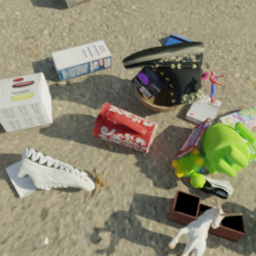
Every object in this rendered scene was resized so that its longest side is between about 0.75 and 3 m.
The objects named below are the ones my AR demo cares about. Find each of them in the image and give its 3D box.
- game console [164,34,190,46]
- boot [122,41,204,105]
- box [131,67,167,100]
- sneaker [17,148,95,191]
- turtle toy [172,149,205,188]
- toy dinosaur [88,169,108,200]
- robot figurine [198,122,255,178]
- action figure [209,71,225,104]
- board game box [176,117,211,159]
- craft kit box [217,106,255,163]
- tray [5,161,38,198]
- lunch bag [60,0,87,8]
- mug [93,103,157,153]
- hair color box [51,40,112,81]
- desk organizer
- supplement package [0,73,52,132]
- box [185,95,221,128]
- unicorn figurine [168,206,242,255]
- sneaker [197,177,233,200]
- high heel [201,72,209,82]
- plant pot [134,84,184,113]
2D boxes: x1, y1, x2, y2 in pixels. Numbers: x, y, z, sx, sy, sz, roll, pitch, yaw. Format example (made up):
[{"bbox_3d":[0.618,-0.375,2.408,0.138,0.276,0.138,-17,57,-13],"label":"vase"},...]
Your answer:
[{"bbox_3d":[2.638,-4.394,14.704,1.159,0.686,0.989,28,29,17],"label":"game console"},{"bbox_3d":[1.413,-1.891,10.566,2.995,2.262,1.081,-9,29,7],"label":"boot"},{"bbox_3d":[1.197,-2.216,11.419,1.128,0.979,1.845,47,65,-4],"label":"box"},{"bbox_3d":[-2.597,1.740,10.032,2.942,1.105,1.192,20,75,11],"label":"sneaker"},{"bbox_3d":[2.287,1.512,10.064,1.099,0.762,1.508,-34,27,13],"label":"turtle toy"},{"bbox_3d":[-1.088,2.067,10.194,0.617,0.351,1.161,-11,60,25],"label":"toy dinosaur"},{"bbox_3d":[3.448,0.706,10.099,1.388,2.105,2.400,37,21,-14],"label":"robot figurine"},{"bbox_3d":[3.181,-1.480,9.996,0.573,1.158,0.378,-2,26,23],"label":"action figure"},{"bbox_3d":[2.528,0.369,10.716,0.181,0.957,1.858,43,50,-2],"label":"board game box"},{"bbox_3d":[5.015,0.213,11.273,2.041,0.501,2.066,-20,61,-9],"label":"craft kit box"},{"bbox_3d":[-3.887,1.874,10.367,0.766,0.158,1.427,-31,61,-21],"label":"tray"},{"bbox_3d":[-3.371,-8.630,16.793,2.084,1.494,2.541,-29,56,-18],"label":"lunch bag"},{"bbox_3d":[-0.141,0.101,10.692,2.182,1.456,1.937,20,14,8],"label":"mug"},{"bbox_3d":[-2.216,-3.251,13.497,2.617,0.792,1.309,-19,58,-12],"label":"hair color box"},{"bbox_3d":[2.592,2.889,9.221,2.365,0.911,0.848,15,57,10],"label":"desk organizer"},{"bbox_3d":[-4.258,-1.064,11.517,1.863,1.370,1.782,-12,50,-5],"label":"supplement package"},{"bbox_3d":[3.265,-0.765,12.104,1.098,0.290,1.408,24,57,16],"label":"box"},{"bbox_3d":[1.989,3.230,8.122,1.723,2.509,0.926,-33,59,-28],"label":"unicorn figurine"},{"bbox_3d":[3.121,2.064,10.144,1.391,0.525,0.800,25,26,35],"label":"sneaker"},{"bbox_3d":[3.278,-2.306,12.747,0.532,0.374,1.109,47,68,-20],"label":"high heel"},{"bbox_3d":[1.405,-1.464,12.068,2.345,1.082,2.345,2,57,-4],"label":"plant pot"}]
